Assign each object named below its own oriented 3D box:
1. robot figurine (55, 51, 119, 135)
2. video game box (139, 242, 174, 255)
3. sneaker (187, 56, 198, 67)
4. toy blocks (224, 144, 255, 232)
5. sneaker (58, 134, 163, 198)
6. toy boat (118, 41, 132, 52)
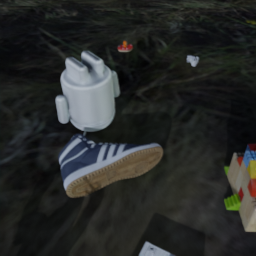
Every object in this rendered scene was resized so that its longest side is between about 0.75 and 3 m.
[{"bbox_3d":[-1.151,-0.930,8.381,2.189,2.581,1.457,-28,49,-25],"label":"robot figurine"},{"bbox_3d":[0.611,3.019,5.214,1.270,0.326,1.394,16,41,24],"label":"video game box"},{"bbox_3d":[2.966,-3.135,13.138,0.501,0.327,0.871,16,35,20],"label":"sneaker"},{"bbox_3d":[2.961,1.219,6.520,1.135,1.552,2.271,1,37,1],"label":"toy blocks"},{"bbox_3d":[-0.543,0.716,7.650,2.784,0.976,1.510,-19,43,-18],"label":"sneaker"},{"bbox_3d":[-0.154,-4.191,14.341,0.755,0.494,0.493,0,38,0],"label":"toy boat"}]
